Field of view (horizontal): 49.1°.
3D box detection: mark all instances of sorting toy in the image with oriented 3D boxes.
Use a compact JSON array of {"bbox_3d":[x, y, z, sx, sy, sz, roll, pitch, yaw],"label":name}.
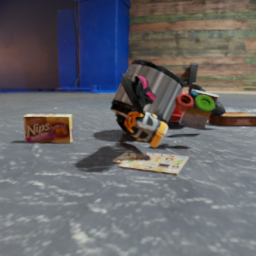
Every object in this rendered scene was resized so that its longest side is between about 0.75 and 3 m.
[{"bbox_3d":[2.152,-0.783,9.334,1.313,0.789,0.539,8,-34,-6],"label":"sorting toy"}]

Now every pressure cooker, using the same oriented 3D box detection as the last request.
[{"bbox_3d":[0.608,-1.006,11.185,2.471,2.766,2.433,25,-4,6],"label":"pressure cooker"}]

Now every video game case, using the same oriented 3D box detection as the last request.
[{"bbox_3d":[2.786,-0.699,11.134,1.086,1.519,0.133,11,30,-10],"label":"video game case"}]

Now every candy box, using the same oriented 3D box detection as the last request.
[{"bbox_3d":[-2.846,0.022,10.051,1.664,0.971,0.470,1,10,2],"label":"candy box"}]

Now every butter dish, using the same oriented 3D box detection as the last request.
[{"bbox_3d":[1.893,-1.436,14.098,2.925,2.168,2.933,6,4,23],"label":"butter dish"}]

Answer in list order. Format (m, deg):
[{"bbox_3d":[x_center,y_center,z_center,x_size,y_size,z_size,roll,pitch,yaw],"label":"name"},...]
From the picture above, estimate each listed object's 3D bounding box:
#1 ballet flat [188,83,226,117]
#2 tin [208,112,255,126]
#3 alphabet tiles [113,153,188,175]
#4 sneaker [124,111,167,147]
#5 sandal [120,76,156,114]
[{"bbox_3d":[3.625,-1.307,13.338,0.738,0.863,2.596,5,35,-27],"label":"ballet flat"},{"bbox_3d":[5.465,-0.454,13.942,2.922,0.612,1.636,1,6,3],"label":"tin"},{"bbox_3d":[0.597,0.910,7.673,1.845,0.070,1.542,5,11,22],"label":"alphabet tiles"},{"bbox_3d":[0.340,-0.139,8.722,0.990,1.003,2.563,26,-2,-15],"label":"sneaker"},{"bbox_3d":[0.402,-1.054,7.963,0.629,1.048,2.790,-26,4,13],"label":"sandal"}]
